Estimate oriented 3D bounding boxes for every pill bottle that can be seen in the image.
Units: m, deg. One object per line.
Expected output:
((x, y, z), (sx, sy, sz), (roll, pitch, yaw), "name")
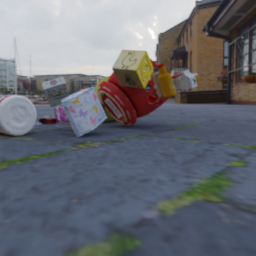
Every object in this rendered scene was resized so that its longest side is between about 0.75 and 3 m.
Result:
((-4.197, -0.452, 9.336), (2.280, 1.262, 1.262), (6, 8, 40), "pill bottle")

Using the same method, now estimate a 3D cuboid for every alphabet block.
((0.178, -2.033, 9.682), (0.982, 0.959, 0.964), (11, -26, 30), "alphabet block")

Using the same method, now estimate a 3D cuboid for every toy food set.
((1.186, -1.328, 7.354), (0.861, 0.812, 1.804), (-10, 12, 43), "toy food set")

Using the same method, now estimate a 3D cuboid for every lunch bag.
((-1.490, -0.513, 8.889), (0.916, 1.222, 1.441), (-16, 17, 26), "lunch bag")

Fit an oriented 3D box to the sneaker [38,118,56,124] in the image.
((-3.641, -0.315, 12.613), (0.813, 0.287, 0.397), (-1, 6, -30), "sneaker")

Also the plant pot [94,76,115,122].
((-1.109, -1.225, 13.965), (2.267, 2.267, 2.423), (2, 23, 21), "plant pot")

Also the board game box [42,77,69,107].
((-2.936, -1.449, 11.531), (0.904, 0.394, 1.225), (-19, -29, -12), "board game box")

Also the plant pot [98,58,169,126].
((0.163, -1.443, 11.318), (2.177, 2.391, 2.391), (-41, 23, -20), "plant pot")

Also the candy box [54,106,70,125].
((-2.191, -0.427, 10.084), (0.268, 0.600, 0.879), (-24, -20, 34), "candy box")
